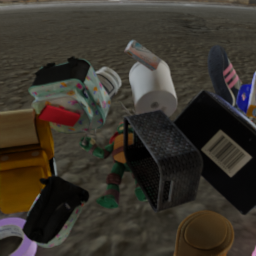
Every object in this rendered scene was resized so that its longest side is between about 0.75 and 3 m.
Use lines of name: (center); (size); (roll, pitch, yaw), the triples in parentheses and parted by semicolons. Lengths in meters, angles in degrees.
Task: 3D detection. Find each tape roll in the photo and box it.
tape roll: (-3.424, 3.315, 7.826); (1.590, 0.522, 1.590); (0, 32, 0)

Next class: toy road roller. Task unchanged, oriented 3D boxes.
toy road roller: (-2.813, 1.003, 7.470); (1.640, 2.669, 1.948); (-8, 36, -10)

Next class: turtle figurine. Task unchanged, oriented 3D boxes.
turtle figurine: (-0.125, 0.555, 7.215); (2.086, 1.403, 2.787); (-30, 47, 28)

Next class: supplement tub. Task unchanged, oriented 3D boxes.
supplement tub: (-1.133, -1.405, 10.641); (1.142, 1.142, 1.627); (23, 61, 31)

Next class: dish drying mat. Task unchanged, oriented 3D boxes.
dish drying mat: (-1.761, -0.298, 7.247); (1.165, 0.447, 0.106); (17, 30, -53)

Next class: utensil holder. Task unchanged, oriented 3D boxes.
utensil holder: (0.878, -1.375, 10.145); (1.573, 1.573, 1.851); (-2, 45, -3)

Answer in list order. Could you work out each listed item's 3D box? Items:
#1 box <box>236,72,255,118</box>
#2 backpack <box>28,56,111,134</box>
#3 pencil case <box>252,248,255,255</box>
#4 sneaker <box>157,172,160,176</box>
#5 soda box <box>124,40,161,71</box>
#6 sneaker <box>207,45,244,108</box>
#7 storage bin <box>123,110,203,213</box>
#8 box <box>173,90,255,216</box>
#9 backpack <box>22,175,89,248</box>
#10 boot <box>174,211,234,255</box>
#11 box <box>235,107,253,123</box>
box: (3.746, -0.660, 6.554); (2.191, 0.454, 1.304); (15, 51, 17)
backpack: (-1.647, -0.763, 8.532); (1.961, 2.231, 1.710); (-9, 56, 23)
pencil case: (3.997, 3.286, 7.337); (1.153, 1.103, 2.664); (23, 38, 31)
sneaker: (1.127, 0.980, 8.299); (0.572, 0.502, 1.427); (-2, 72, -21)
soda box: (0.475, -2.280, 8.883); (1.141, 0.390, 0.363); (30, -9, -21)
sneaker: (3.169, -1.628, 8.976); (0.855, 2.085, 0.731); (-8, -6, -28)
storage bin: (0.599, 0.593, 5.642); (0.853, 1.230, 1.820); (-12, 37, -16)
box: (2.591, 0.410, 7.345); (2.622, 1.616, 2.600); (44, 18, 13)
backpack: (-1.334, 1.583, 5.157); (0.992, 0.753, 1.189); (18, 63, 21)
boot: (0.922, 2.375, 4.298); (0.764, 1.605, 2.075); (21, 31, 28)
box: (4.142, -0.447, 10.130); (0.833, 0.570, 0.166); (4, 12, -12)
